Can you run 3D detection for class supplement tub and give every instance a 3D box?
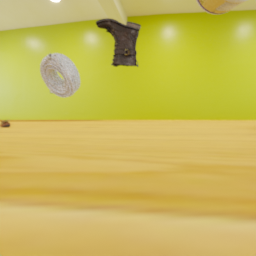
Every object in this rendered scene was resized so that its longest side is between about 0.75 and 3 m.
[{"bbox_3d":[2.414,-3.525,6.667,1.262,1.262,1.735,0,9,-5],"label":"supplement tub"}]

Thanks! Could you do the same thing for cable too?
[{"bbox_3d":[-2.758,-2.094,11.278,1.798,1.798,0.623,-14,27,46],"label":"cable"}]

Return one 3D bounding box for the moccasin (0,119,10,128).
[{"bbox_3d":[-4.399,-0.163,10.042,0.284,0.300,0.777,-1,2,-30],"label":"moccasin"}]

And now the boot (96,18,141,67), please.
[{"bbox_3d":[-0.453,-3.311,11.089,2.007,1.748,0.695,13,12,13],"label":"boot"}]
